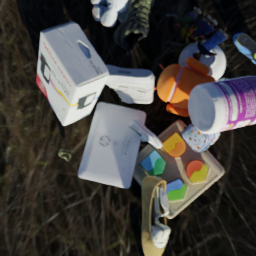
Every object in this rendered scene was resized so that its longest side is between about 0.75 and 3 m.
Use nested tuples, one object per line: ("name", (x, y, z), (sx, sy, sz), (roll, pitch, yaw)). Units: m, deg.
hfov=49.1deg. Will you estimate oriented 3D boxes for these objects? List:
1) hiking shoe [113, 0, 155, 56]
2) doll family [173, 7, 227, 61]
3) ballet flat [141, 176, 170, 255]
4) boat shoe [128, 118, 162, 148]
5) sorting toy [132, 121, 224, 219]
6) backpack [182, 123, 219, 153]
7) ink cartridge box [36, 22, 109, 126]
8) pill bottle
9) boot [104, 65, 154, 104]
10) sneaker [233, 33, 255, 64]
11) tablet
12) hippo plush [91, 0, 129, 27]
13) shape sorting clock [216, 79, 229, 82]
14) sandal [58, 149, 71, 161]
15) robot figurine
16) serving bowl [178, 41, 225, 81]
("hiking shoe", (0.431, -3.570, 9.294), (1.169, 0.879, 2.321), (56, 127, 35))
("doll family", (2.379, -3.207, 9.695), (1.257, 0.854, 2.175), (-37, 44, 6))
("ballet flat", (0.856, 2.797, 8.513), (0.905, 0.831, 2.636), (2, 81, -43))
("boat shoe", (0.531, 0.263, 9.309), (0.437, 0.481, 1.308), (-41, 79, -15))
("sorting toy", (1.578, 1.332, 9.337), (2.539, 0.463, 2.350), (-39, 82, -7))
("backpack", (2.320, 0.184, 8.917), (1.084, 0.835, 1.033), (48, 125, 11))
("ink cartridge box", (-1.849, -1.544, 8.644), (1.104, 2.667, 1.944), (-29, 80, -28))
("pill bottle", (3.200, -0.736, 8.194), (2.581, 1.449, 1.449), (-12, 80, -19))
("boot", (-0.327, -1.394, 9.517), (2.450, 1.171, 0.901), (11, 39, 18))
("sneaker", (4.373, -2.814, 10.077), (1.534, 0.601, 0.505), (40, 99, -11))
("tablet", (-0.510, 0.526, 9.413), (1.758, 0.184, 2.701), (13, 72, 2))
("hippo plush", (-0.277, -4.450, 9.762), (1.516, 1.886, 1.502), (-15, 66, -46))
("shape sorting clock", (3.459, -1.222, 9.914), (1.108, 0.217, 1.108), (0, 82, 0))
("sandal", (-2.088, 0.860, 9.176), (0.234, 0.819, 0.325), (14, 72, 19))
("robot figurine", (1.980, -1.323, 9.356), (2.319, 1.668, 1.352), (21, 63, 4))
("serving bowl", (2.679, -2.393, 9.970), (1.685, 0.554, 1.685), (0, 80, 1))
